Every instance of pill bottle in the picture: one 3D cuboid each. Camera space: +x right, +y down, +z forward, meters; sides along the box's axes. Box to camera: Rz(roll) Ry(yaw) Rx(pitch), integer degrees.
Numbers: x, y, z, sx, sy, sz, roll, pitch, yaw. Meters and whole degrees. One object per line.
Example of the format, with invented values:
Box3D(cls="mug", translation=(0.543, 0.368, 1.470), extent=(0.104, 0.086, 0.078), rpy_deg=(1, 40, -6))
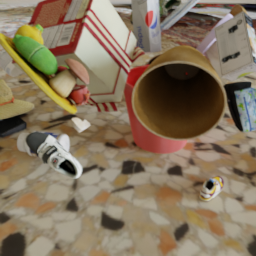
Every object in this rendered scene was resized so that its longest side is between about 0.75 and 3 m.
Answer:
Box3D(cls="pill bottle", translation=(-2.617, 0.517, 8.624), extent=(1.434, 0.796, 0.796), rpy_deg=(6, 31, 11))

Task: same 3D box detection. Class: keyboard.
Box3D(cls="keyboard", translation=(-4.665, -0.375, 10.641), extent=(1.444, 0.308, 2.404), rpy_deg=(-32, 43, -32))

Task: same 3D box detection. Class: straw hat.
Box3D(cls="straw hat", translation=(-5.074, -1.236, 10.697), extent=(2.833, 1.199, 2.833), rpy_deg=(-2, 20, 1))

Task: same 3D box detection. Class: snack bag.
Box3D(cls="snack bag", translation=(1.926, -4.422, 10.698), extent=(1.980, 0.225, 2.100), rpy_deg=(-41, 16, 9))

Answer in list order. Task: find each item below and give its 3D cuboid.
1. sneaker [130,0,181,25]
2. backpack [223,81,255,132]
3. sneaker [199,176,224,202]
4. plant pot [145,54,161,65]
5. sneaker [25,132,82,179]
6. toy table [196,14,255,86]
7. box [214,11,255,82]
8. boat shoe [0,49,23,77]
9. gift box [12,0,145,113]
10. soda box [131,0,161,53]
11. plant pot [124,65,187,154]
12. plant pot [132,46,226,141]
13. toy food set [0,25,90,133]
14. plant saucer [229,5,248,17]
Box3D(cls="sneaker", translation=(1.111, -4.736, 11.063), extent=(2.271, 0.873, 1.006), rpy_deg=(-34, 59, 2))
Box3D(cls="backpack", translation=(3.133, -0.549, 7.525), extent=(1.046, 1.361, 1.110), rpy_deg=(-4, 5, 5))
Box3D(cls="sneaker", translation=(2.233, 1.487, 7.321), extent=(0.394, 0.474, 1.051), rpy_deg=(21, 37, 31))
Box3D(cls="plant pot", translation=(1.290, -2.114, 12.166), extent=(2.048, 2.048, 2.191), rpy_deg=(-6, 12, -10))
Box3D(cls="sneaker", translation=(-1.035, 0.383, 3.953), extent=(0.944, 0.350, 0.418), rpy_deg=(37, -6, -9))
Box3D(cls="toy table", translation=(2.945, -2.296, 8.451), extent=(1.368, 2.147, 2.336), rpy_deg=(45, 15, 5))
Box3D(cls="box", translation=(2.210, -1.633, 5.703), extent=(0.363, 1.206, 0.703), rpy_deg=(15, -26, -38))
Box3D(cls="boat shoe", translation=(-3.039, -2.600, 8.906), extent=(0.866, 0.910, 2.528), rpy_deg=(44, 64, -2))
Box3D(cls="gift box", translation=(-1.131, -1.928, 7.661), extent=(2.663, 2.486, 2.457), rpy_deg=(6, 69, 31))
Box3D(cls="soda box", translation=(0.663, -3.902, 10.238), extent=(0.768, 2.251, 0.714), rpy_deg=(7, 17, 41))
Box3D(cls="plant pot", translation=(1.079, -0.587, 9.029), extent=(2.575, 2.279, 2.575), rpy_deg=(0, 32, 0))
Box3D(cls="plant pot", translation=(1.211, -1.097, 6.529), extent=(1.920, 1.920, 2.060), rpy_deg=(6, 40, 10))
Box3D(cls="toy food set", translation=(-1.413, -1.160, 5.700), extent=(2.646, 0.864, 1.557), rpy_deg=(47, 3, 4))
Box3D(cls="plant saucer", translation=(3.726, -3.085, 9.569), extent=(0.367, 2.073, 2.073), rpy_deg=(1, 31, 0))
